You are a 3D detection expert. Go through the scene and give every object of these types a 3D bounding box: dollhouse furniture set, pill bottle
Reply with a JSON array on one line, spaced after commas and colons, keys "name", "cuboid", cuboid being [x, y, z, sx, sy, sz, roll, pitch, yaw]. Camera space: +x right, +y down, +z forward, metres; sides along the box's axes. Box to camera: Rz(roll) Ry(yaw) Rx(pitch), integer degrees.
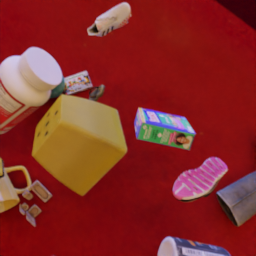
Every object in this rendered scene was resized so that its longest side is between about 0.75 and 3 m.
[{"name": "dollhouse furniture set", "cuboid": [-3.250, 2.633, 9.848, 1.045, 0.852, 0.994, -43, 106, -15]}, {"name": "pill bottle", "cuboid": [2.082, 3.910, 7.884, 2.327, 1.236, 1.236, 17, 78, -14]}, {"name": "pill bottle", "cuboid": [-3.445, -1.094, 8.487, 2.906, 1.631, 1.631, -30, 78, 26]}]

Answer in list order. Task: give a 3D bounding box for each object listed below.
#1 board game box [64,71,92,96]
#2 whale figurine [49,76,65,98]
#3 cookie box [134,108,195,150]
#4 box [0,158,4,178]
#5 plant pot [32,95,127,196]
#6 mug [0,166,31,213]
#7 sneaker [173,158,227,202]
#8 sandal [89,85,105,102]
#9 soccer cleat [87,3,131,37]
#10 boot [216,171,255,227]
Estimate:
[{"name": "board game box", "cuboid": [-2.074, -1.777, 11.261, 1.106, 0.191, 0.698, -20, 78, -4]}, {"name": "whale figurine", "cuboid": [-3.273, -1.462, 10.871, 1.887, 0.979, 1.501, -34, 39, 12]}, {"name": "cookie box", "cuboid": [0.936, 0.001, 7.619, 1.431, 1.224, 0.538, 11, 111, -7]}, {"name": "box", "cuboid": [-4.180, 0.659, 7.184, 0.940, 2.497, 0.626, -18, 57, -5]}, {"name": "plant pot", "cuboid": [-1.499, 0.294, 7.857, 1.797, 2.038, 2.038, 30, 115, -29]}, {"name": "mug", "cuboid": [-4.764, 2.102, 9.984, 1.606, 2.005, 1.646, -36, 69, 25]}, {"name": "sneaker", "cuboid": [1.834, 1.501, 7.311, 1.990, 0.871, 0.734, -23, 50, -41]}, {"name": "sandal", "cuboid": [-1.117, -1.197, 9.444, 0.345, 1.210, 0.481, 12, 74, -22]}, {"name": "soccer cleat", "cuboid": [-0.556, -3.031, 7.990, 0.680, 1.597, 0.548, -26, 99, -41]}, {"name": "boot", "cuboid": [4.448, 1.806, 10.204, 2.828, 1.026, 2.571, -27, 77, 1]}]
